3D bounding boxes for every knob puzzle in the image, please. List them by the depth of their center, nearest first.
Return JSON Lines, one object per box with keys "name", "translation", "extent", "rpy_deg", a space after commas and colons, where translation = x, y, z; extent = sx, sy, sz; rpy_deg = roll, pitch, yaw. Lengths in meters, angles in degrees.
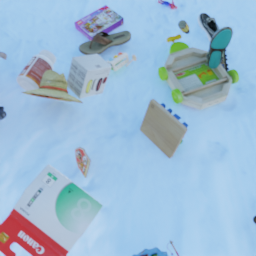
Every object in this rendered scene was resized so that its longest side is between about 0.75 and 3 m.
{"name": "knob puzzle", "translation": [-1.303, 0.870, 7.626], "extent": [0.121, 0.869, 0.869], "rpy_deg": [-12, 57, -35]}

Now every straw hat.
{"name": "straw hat", "translation": [-2.158, -1.246, 8.149], "extent": [1.879, 1.879, 0.795], "rpy_deg": [9, 90, 5]}

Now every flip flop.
{"name": "flip flop", "translation": [-0.822, -3.091, 9.789], "extent": [1.951, 0.562, 0.791], "rpy_deg": [-20, 53, -7]}

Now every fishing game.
{"name": "fishing game", "translation": [0.398, 2.921, 5.999], "extent": [1.450, 1.039, 0.225], "rpy_deg": [-25, 39, -1]}

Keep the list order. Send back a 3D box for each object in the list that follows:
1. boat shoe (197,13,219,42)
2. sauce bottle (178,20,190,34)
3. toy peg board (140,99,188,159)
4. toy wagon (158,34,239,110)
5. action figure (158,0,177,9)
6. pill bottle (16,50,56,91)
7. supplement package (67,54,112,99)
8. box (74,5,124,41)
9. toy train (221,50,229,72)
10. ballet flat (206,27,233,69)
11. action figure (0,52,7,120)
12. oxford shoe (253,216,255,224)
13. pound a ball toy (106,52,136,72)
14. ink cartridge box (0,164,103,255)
{"name": "boat shoe", "translation": [3.106, -3.870, 10.508], "extent": [0.557, 0.548, 1.546], "rpy_deg": [-14, 62, -10]}
{"name": "sauce bottle", "translation": [1.857, -3.292, 9.218], "extent": [0.280, 0.867, 0.280], "rpy_deg": [1, 94, 21]}
{"name": "toy peg board", "translation": [1.115, -0.061, 7.942], "extent": [0.637, 1.298, 1.303], "rpy_deg": [-30, 63, -34]}
{"name": "toy wagon", "translation": [2.155, -1.971, 9.396], "extent": [2.268, 0.578, 2.923], "rpy_deg": [-19, 61, -12]}
{"name": "action figure", "translation": [1.638, -5.111, 11.349], "extent": [0.851, 0.421, 0.278], "rpy_deg": [34, 66, 15]}
{"name": "pill bottle", "translation": [-2.968, -1.884, 9.229], "extent": [0.784, 0.784, 1.398], "rpy_deg": [19, 62, 11]}
{"name": "supplement package", "translation": [-1.230, -1.608, 8.701], "extent": [1.001, 1.047, 0.770], "rpy_deg": [-22, 57, -43]}
{"name": "box", "translation": [-1.104, -4.014, 10.745], "extent": [1.581, 0.309, 1.082], "rpy_deg": [-37, 66, -20]}
{"name": "toy train", "translation": [3.325, -2.397, 9.853], "extent": [0.303, 0.226, 1.323], "rpy_deg": [2, 59, 5]}
{"name": "ballet flat", "translation": [2.747, -2.569, 8.620], "extent": [0.621, 1.673, 0.621], "rpy_deg": [1, 61, -2]}
{"name": "action figure", "translation": [-4.925, -0.991, 7.978], "extent": [2.842, 1.487, 2.749], "rpy_deg": [-8, 52, 7]}
{"name": "oxford shoe", "translation": [3.417, 2.343, 6.597], "extent": [0.917, 0.387, 0.333], "rpy_deg": [23, 99, 10]}
{"name": "pound a ball toy", "translation": [-0.253, -2.294, 9.490], "extent": [0.634, 0.413, 0.972], "rpy_deg": [15, 44, 39]}
{"name": "ink cartridge box", "translation": [-1.968, 2.262, 6.748], "extent": [1.780, 0.554, 2.211], "rpy_deg": [36, 63, 4]}
